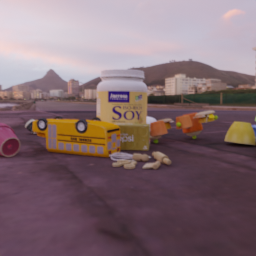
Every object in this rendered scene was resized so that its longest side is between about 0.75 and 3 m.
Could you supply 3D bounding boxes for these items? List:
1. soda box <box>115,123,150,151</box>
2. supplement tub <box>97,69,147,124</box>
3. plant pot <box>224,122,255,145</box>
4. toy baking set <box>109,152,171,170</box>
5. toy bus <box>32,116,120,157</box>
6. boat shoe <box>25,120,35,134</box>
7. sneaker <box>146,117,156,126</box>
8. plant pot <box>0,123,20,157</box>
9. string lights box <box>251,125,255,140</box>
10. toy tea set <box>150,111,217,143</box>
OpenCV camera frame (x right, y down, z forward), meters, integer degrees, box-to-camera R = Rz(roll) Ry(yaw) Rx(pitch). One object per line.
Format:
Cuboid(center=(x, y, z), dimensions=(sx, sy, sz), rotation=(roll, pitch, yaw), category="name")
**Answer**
Cuboid(center=(-0.452, 0.250, 8.602), dimensions=(2.235, 0.757, 0.716), rotation=(1, 5, 6), category="soda box")
Cuboid(center=(-0.218, -0.731, 9.832), dimensions=(1.785, 2.455, 1.785), rotation=(1, 6, 0), category="supplement tub")
Cuboid(center=(3.721, 0.166, 9.216), dimensions=(0.970, 0.688, 0.970), rotation=(8, 0, 0), category="plant pot")
Cuboid(center=(0.236, 0.710, 6.674), dimensions=(1.309, 0.198, 1.705), rotation=(-1, 5, -8), category="toy baking set")
Cuboid(center=(-1.486, 0.203, 7.867), dimensions=(2.499, 0.978, 0.813), rotation=(3, 7, 25), category="toy bus")
Cuboid(center=(-4.020, 0.032, 12.887), dimensions=(0.598, 0.635, 1.768), rotation=(39, 7, 11), category="boat shoe")
Cuboid(center=(-0.171, -0.280, 13.100), dimensions=(2.716, 1.000, 1.569), rotation=(4, 4, 30), category="sneaker")
Cuboid(center=(-3.289, 0.383, 7.399), dimensions=(0.761, 0.850, 0.850), rotation=(24, 19, 35), category="plant pot")
Cuboid(center=(4.948, 0.208, 10.308), dimensions=(0.913, 0.524, 1.776), rotation=(0, 5, 3), category="string lights box")
Cuboid(center=(1.864, 0.082, 10.128), dimensions=(2.645, 0.979, 1.573), rotation=(-12, 2, -15), category="toy tea set")
